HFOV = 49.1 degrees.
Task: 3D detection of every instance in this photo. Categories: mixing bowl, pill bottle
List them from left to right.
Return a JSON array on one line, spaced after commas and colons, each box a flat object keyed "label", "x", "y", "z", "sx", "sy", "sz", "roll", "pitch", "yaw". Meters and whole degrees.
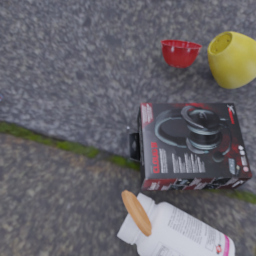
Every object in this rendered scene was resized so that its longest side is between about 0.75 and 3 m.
[{"label": "pill bottle", "x": 1.169, "y": 2.894, "z": 7.242, "sx": 2.655, "sy": 1.505, "sz": 1.505, "roll": 28, "pitch": 76, "yaw": 8}, {"label": "mixing bowl", "x": 1.594, "y": -2.287, "z": 8.751, "sx": 1.276, "sy": 1.276, "sz": 0.691, "roll": 8, "pitch": 117, "yaw": 2}]

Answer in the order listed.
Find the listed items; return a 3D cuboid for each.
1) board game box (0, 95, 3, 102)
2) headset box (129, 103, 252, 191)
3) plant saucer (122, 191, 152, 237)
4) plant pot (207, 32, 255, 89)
[{"label": "board game box", "x": -4.756, "y": -0.745, "z": 8.870, "sx": 1.350, "sy": 0.416, "sz": 1.349, "roll": 36, "pitch": 76, "yaw": 10}, {"label": "headset box", "x": 1.505, "y": 0.502, "z": 7.682, "sx": 2.975, "sy": 1.149, "sz": 2.214, "roll": 1, "pitch": 62, "yaw": -4}, {"label": "plant saucer", "x": 0.227, "y": 1.892, "z": 6.282, "sx": 0.180, "sy": 1.113, "sz": 1.113, "roll": -33, "pitch": 76, "yaw": 4}, {"label": "plant pot", "x": 3.078, "y": -2.180, "z": 8.453, "sx": 1.172, "sy": 1.651, "sz": 1.651, "roll": 33, "pitch": 72, "yaw": -31}]
